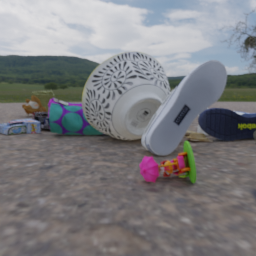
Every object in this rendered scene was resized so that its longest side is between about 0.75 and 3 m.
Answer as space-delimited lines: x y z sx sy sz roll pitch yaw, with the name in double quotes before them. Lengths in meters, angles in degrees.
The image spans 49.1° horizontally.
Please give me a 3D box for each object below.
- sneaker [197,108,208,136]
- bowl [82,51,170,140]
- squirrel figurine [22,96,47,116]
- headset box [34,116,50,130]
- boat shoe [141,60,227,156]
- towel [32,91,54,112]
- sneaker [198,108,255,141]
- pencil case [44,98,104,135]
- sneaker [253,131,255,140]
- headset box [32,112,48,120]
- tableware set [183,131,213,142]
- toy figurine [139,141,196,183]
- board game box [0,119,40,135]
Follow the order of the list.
"sneaker" 3.070 -0.269 10.506 0.613 0.961 1.663 3 6 33
"bowl" 0.215 -0.653 8.469 2.973 2.973 1.395 -3 32 -24
"squirrel figurine" -5.894 -1.116 17.537 1.534 1.086 1.432 31 -31 -26
"headset box" -3.006 -0.220 11.641 1.023 0.531 1.375 6 8 36
"boat shoe" 1.343 -0.593 7.229 2.919 1.074 0.954 -46 18 -10
"towel" -5.716 -1.724 19.119 1.448 1.952 0.356 0 44 -9
"sneaker" 3.437 -0.105 9.318 2.737 1.012 1.126 6 5 -18
"pencil case" -1.443 -0.413 9.967 2.840 1.312 1.208 0 36 -6
"sneaker" 4.306 0.338 8.268 0.575 0.405 1.083 2 13 -35
"headset box" -4.214 -0.535 14.292 0.972 0.504 1.306 -5 10 -41
"tableware set" 1.641 0.233 9.297 1.795 0.249 2.149 3 4 -15
"toy figurine" 0.641 0.679 4.912 0.888 0.724 0.965 -9 -15 1
"board game box" -4.071 -0.044 10.716 1.450 0.448 1.451 6 9 42
